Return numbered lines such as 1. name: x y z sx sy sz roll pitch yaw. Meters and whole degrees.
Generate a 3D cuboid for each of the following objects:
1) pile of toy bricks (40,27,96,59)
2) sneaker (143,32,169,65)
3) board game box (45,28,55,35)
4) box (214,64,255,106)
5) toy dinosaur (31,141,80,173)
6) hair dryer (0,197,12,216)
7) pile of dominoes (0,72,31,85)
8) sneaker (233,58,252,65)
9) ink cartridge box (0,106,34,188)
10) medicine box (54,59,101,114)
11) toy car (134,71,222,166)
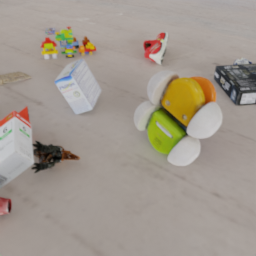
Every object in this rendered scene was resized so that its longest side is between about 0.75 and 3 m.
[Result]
1. pile of toy bricks: -3.047 -4.416 14.137 2.688 1.327 1.491 -8 37 -11
2. sneaker: 1.334 -4.122 13.848 1.144 1.038 2.695 15 37 1
3. board game box: -4.753 -5.912 17.137 0.554 0.141 0.819 -6 37 -7
4. box: 5.244 -1.842 11.272 2.857 0.622 2.288 -5 37 -7
5. toy dinosaur: -2.062 0.698 7.672 1.582 0.808 1.074 -19 -6 23
6. hair dryer: -3.877 1.436 6.805 2.716 0.738 2.068 23 42 27
7. pile of dominoes: -5.019 -2.135 12.134 1.295 0.206 1.010 -22 38 -38
8. sneaker: 5.235 -2.893 12.816 0.560 0.478 1.270 28 46 33
9. ink cartridge box: -3.408 0.338 7.674 1.440 0.666 2.643 -36 42 8
10. medicine box: -1.728 -1.471 9.962 0.744 1.445 1.316 -16 32 23
11. toy car: 1.535 -0.355 7.923 1.858 2.478 2.168 -19 55 -43
